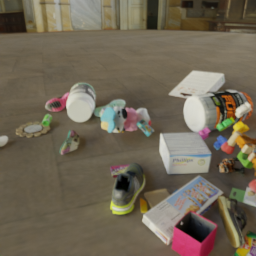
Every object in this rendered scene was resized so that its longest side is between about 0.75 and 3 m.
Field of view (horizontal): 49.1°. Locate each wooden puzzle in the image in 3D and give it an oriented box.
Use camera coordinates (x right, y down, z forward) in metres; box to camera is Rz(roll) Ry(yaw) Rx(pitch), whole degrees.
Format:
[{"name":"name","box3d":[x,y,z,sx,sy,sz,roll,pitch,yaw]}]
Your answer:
[{"name":"wooden puzzle","box3d":[1.006,2.322,8.856,1.404,0.164,0.947,-4,32,-10]}]

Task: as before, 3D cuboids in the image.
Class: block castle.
[{"name":"block castle","box3d":[4.311,1.273,9.402,1.570,1.102,2.350,14,30,-21]}]

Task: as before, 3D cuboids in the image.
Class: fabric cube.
[{"name":"fabric cube","box3d":[1.683,2.801,7.160,0.823,0.820,0.807,23,36,38]}]

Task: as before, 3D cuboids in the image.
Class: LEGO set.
[{"name":"LEGO set","box3d":[4.026,-0.010,11.169,2.605,1.069,0.994,-34,65,4]}]

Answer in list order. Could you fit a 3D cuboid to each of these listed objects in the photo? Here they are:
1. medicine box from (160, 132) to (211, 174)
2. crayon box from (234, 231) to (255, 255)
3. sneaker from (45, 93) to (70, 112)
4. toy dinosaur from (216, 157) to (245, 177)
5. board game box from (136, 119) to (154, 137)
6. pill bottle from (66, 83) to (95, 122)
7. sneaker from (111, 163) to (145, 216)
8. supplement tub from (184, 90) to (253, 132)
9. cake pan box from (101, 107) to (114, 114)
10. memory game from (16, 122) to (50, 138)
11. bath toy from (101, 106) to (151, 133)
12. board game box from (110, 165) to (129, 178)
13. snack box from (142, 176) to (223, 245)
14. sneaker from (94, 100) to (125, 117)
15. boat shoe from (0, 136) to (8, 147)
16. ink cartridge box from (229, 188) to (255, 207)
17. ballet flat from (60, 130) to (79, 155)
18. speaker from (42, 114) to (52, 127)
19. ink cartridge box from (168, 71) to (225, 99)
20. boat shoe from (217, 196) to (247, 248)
[{"name":"medicine box","box3d":[2.131,0.935,10.795,1.556,0.879,1.709,-2,27,-4]},{"name":"crayon box","box3d":[3.219,3.226,6.815,1.054,0.356,1.221,21,33,35]},{"name":"sneaker","box3d":[-3.955,-1.383,15.836,0.937,0.776,1.964,-7,16,40]},{"name":"toy dinosaur","box3d":[3.769,1.336,10.318,0.953,0.717,1.404,-2,28,28]},{"name":"board game box","box3d":[0.789,-0.012,12.864,0.776,0.182,0.586,47,28,4]},{"name":"pill bottle","box3d":[-2.468,-1.349,14.748,1.427,1.427,2.523,-2,27,-4]},{"name":"sneaker","box3d":[0.039,1.758,9.077,0.837,0.917,2.265,5,28,12]},{"name":"supplement tub","box3d":[4.300,-0.840,13.337,2.903,1.779,1.779,-11,29,-20]},{"name":"cake pan box","box3d":[-0.493,-0.489,13.567,1.198,0.340,1.301,-14,52,-45]},{"name":"memory game","box3d":[-4.539,0.069,13.410,1.596,0.102,1.596,0,26,0]},{"name":"bath toy","box3d":[0.033,-0.301,12.791,2.732,1.188,1.010,-4,43,-47]},{"name":"board game box","box3d":[-0.132,1.583,10.358,0.982,0.159,0.589,-5,23,-10]},{"name":"snack box","box3d":[1.721,2.353,8.430,2.727,0.331,0.980,-23,44,-37]},{"name":"sneaker","box3d":[-0.784,-0.910,14.710,1.809,0.666,1.067,-23,29,-22]},{"name":"boat shoe","box3d":[-5.658,0.686,11.914,0.396,0.416,1.156,12,39,21]},{"name":"ink cartridge box","box3d":[3.800,2.184,9.089,0.874,0.210,0.636,16,31,25]},{"name":"ballet flat","box3d":[-2.397,0.623,11.898,0.603,0.586,1.696,18,26,-6]},{"name":"speaker","box3d":[-3.993,-0.379,13.820,0.365,0.365,0.825,-2,25,-3]},{"name":"ink cartridge box","box3d":[4.382,-2.536,17.888,2.349,0.731,2.919,19,55,44]},{"name":"boat shoe","box3d":[2.909,2.437,7.663,0.656,0.741,2.023,-9,16,10]}]
